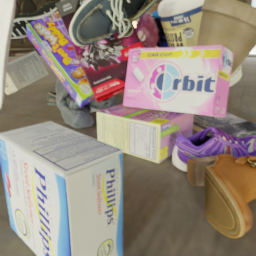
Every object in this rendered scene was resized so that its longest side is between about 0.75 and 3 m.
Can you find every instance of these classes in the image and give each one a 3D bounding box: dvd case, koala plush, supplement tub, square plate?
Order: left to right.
[{"bbox_3d":[-3.204,-1.886,5.777,2.325,2.347,0.334,28,26,19],"label":"square plate"},{"bbox_3d":[-1.413,-1.186,10.580,2.273,2.016,2.089,-14,11,-27],"label":"koala plush"},{"bbox_3d":[2.352,-2.781,8.803,2.146,2.972,2.146,-20,28,11],"label":"supplement tub"},{"bbox_3d":[3.193,-0.203,10.185,2.124,0.228,2.856,-7,19,-20],"label":"dvd case"}]

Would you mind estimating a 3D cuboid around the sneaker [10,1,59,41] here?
[{"bbox_3d":[-3.329,-3.592,9.938,2.398,0.884,0.959,-28,-4,-20],"label":"sneaker"}]

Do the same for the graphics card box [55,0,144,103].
[{"bbox_3d":[-0.615,-2.332,7.699,1.760,2.806,0.714,-22,-2,-2],"label":"graphics card box"}]

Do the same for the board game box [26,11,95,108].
[{"bbox_3d":[-1.483,-2.275,8.593,1.890,2.811,0.629,-35,-6,-23],"label":"board game box"}]

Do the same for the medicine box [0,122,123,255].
[{"bbox_3d":[-1.026,0.991,4.195,0.972,1.721,1.889,-17,25,-42],"label":"medicine box"}]

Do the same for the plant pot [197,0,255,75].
[{"bbox_3d":[2.313,-2.103,6.613,1.662,1.442,1.662,18,19,-7],"label":"plant pot"}]

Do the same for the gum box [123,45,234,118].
[{"bbox_3d":[1.004,-1.061,6.412,2.424,1.375,0.801,9,5,37],"label":"gum box"}]

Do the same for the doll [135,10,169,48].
[{"bbox_3d":[1.322,-3.740,10.977,0.698,1.966,2.881,-34,71,-32],"label":"doll"}]

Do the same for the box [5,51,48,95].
[{"bbox_3d":[-3.743,-1.924,9.824,0.804,0.943,1.475,-11,23,42],"label":"box"}]

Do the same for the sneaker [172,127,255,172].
[{"bbox_3d":[2.321,0.452,6.891,2.535,1.058,1.022,-6,19,-18],"label":"sneaker"}]

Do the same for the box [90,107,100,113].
[{"bbox_3d":[-1.768,-1.058,12.113,1.298,0.633,0.807,-17,25,-41],"label":"box"}]

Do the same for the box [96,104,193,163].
[{"bbox_3d":[0.504,-0.021,8.298,2.189,1.058,1.925,14,23,35],"label":"box"}]

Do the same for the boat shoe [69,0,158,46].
[{"bbox_3d":[-0.223,-2.674,6.489,2.500,0.936,0.773,-37,41,-22],"label":"boat shoe"}]

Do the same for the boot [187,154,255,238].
[{"bbox_3d":[2.325,1.109,5.250,1.948,0.962,2.509,-2,7,-1],"label":"boot"}]

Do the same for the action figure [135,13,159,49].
[{"bbox_3d":[0.310,-2.526,9.078,1.801,1.620,2.419,-12,51,38],"label":"action figure"}]

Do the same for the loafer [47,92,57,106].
[{"bbox_3d":[-2.797,-1.373,13.073,1.997,0.628,0.717,0,18,0],"label":"loafer"}]
